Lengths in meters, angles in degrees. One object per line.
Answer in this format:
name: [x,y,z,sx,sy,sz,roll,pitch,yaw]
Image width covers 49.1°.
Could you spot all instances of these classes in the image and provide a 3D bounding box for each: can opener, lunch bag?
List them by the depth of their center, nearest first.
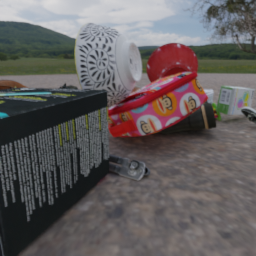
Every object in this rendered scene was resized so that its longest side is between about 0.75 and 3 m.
can opener: [-0.162,0.724,5.309,1.235,0.330,0.413,10,-16,37]
lunch bag: [0.444,-0.434,6.991,2.245,1.044,2.549,-30,9,-23]

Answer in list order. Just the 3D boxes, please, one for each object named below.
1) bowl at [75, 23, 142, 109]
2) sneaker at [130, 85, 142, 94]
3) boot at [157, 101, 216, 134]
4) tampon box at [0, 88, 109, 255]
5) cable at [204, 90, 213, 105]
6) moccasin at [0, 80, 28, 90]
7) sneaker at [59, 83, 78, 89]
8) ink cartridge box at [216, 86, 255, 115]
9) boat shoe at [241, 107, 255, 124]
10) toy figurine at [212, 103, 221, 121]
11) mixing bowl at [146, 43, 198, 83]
bowl: [-0.267,-1.390,6.254,0.934,1.991,1.991,-3,11,22]
sneaker: [-0.068,-0.967,9.350,2.469,0.881,0.987,26,-19,-22]
boot: [1.694,-0.348,8.595,1.627,0.911,2.353,-11,1,11]
tampon box: [-1.627,0.308,4.086,1.864,1.570,2.487,5,15,21]
cable: [2.247,-1.037,10.829,2.064,0.714,2.064,-5,10,24]
moccasin: [-3.786,-0.981,9.659,0.854,0.902,2.335,-36,-27,16]
sneaker: [-2.503,-1.260,10.223,0.710,1.064,1.857,31,1,21]
ink cartridge box: [3.861,-0.942,9.724,1.737,0.902,0.515,-2,17,-35]
boat shoe: [3.848,-0.354,8.654,0.290,0.322,0.912,-30,45,-24]
toy figurine: [2.776,-0.463,9.892,0.724,0.591,0.787,-14,39,-1]
mixing bowl: [1.947,-2.297,11.898,2.284,2.284,1.237,0,35,0]
